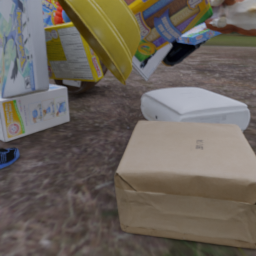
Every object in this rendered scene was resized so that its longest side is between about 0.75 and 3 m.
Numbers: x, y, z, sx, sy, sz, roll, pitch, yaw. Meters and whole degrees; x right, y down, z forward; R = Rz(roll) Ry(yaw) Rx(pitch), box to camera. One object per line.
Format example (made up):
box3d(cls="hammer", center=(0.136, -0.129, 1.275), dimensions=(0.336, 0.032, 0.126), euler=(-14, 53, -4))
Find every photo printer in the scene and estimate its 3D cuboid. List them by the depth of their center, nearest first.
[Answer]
box3d(cls="photo printer", center=(1.767, -0.542, 8.329), dimensions=(2.277, 0.950, 2.737), euler=(-7, 21, -18))

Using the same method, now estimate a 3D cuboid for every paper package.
box3d(cls="paper package", center=(0.957, 0.727, 4.605), dimensions=(2.034, 1.104, 2.134), euler=(4, 21, 9))

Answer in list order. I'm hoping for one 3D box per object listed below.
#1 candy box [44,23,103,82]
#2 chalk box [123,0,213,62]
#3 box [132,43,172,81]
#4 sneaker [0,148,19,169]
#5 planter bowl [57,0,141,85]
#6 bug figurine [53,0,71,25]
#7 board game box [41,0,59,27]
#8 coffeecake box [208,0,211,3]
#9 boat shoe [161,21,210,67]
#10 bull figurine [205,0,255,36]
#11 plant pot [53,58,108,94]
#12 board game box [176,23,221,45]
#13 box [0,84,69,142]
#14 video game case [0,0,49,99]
box3d(cls="candy box", center=(-1.520, -1.637, 6.158), dimensions=(2.292, 1.172, 0.303), euler=(12, 39, 42))
box3d(cls="chalk box", center=(0.238, -2.319, 5.326), dimensions=(2.153, 1.339, 1.333), euler=(-29, -27, 17))
box3d(cls="box", center=(0.248, -2.696, 8.500), dimensions=(0.780, 1.514, 2.596), euler=(37, 4, 32))
box3d(cls="sneaker", center=(-2.793, 0.597, 5.892), dimensions=(0.426, 0.473, 1.214), euler=(7, 21, 21))
box3d(cls="planter bowl", center=(-0.292, -1.446, 4.013), dimensions=(0.670, 1.608, 1.608), euler=(-39, 24, 1))
box3d(cls="bug figurine", center=(-1.886, -2.893, 8.009), dimensions=(0.726, 2.188, 2.822), euler=(13, 10, -24))
box3d(cls="board game box", center=(-3.191, -3.574, 8.854), dimensions=(2.069, 2.026, 0.578), euler=(19, -21, -37))
box3d(cls="coffeecake box", center=(2.197, -4.103, 8.225), dimensions=(1.319, 0.482, 1.013), euler=(15, 13, -45))
box3d(cls="boat shoe", center=(2.205, -3.131, 9.631), dimensions=(2.701, 1.008, 0.841), euler=(-42, 12, 14))
box3d(cls="bull figurine", center=(3.001, -2.479, 5.957), dimensions=(2.816, 0.917, 1.709), euler=(-2, 14, 15))
box3d(cls="plant pot", center=(-2.235, -2.670, 12.273), dimensions=(2.717, 2.717, 2.907), euler=(0, 29, 0))
box3d(cls="board game box", center=(2.008, -2.650, 7.850), dimensions=(0.979, 0.237, 1.295), euler=(-25, 22, -2))
box3d(cls="box", center=(-2.957, -0.541, 8.099), dimensions=(1.230, 1.109, 2.188), euler=(14, 24, 34))
box3d(cls="video game case", center=(-2.340, -1.951, 5.822), dimensions=(0.283, 2.569, 2.342), euler=(-8, 6, -39))
